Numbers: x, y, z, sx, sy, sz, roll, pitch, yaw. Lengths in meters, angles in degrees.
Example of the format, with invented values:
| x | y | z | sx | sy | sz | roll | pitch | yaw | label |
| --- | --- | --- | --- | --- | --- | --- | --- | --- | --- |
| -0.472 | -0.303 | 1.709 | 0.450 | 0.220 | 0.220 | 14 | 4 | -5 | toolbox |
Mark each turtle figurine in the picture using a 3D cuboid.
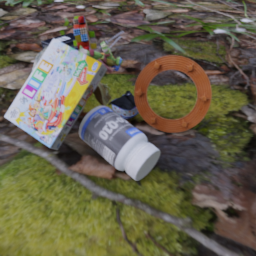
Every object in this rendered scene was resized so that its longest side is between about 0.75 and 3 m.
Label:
| x | y | z | sx | sy | sz | roll | pitch | yaw | label |
| --- | --- | --- | --- | --- | --- | --- | --- | --- | --- |
| -0.926 | -2.802 | 9.904 | 1.504 | 1.551 | 1.116 | 3 | 33 | -6 | turtle figurine |

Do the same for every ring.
| x | y | z | sx | sy | sz | roll | pitch | yaw | label |
| --- | --- | --- | --- | --- | --- | --- | --- | --- | --- |
| 1.377 | -1.027 | 8.948 | 2.493 | 2.493 | 0.239 | 10 | 17 | 14 | ring |

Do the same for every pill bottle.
| x | y | z | sx | sy | sz | roll | pitch | yaw | label |
| --- | --- | --- | --- | --- | --- | --- | --- | --- | --- |
| -0.242 | 0.413 | 7.761 | 2.135 | 1.214 | 1.214 | 37 | 49 | 24 | pill bottle |

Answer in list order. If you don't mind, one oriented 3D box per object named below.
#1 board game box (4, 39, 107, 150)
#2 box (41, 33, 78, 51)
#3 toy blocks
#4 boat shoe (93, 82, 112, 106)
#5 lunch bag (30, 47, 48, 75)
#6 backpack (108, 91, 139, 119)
| x | y | z | sx | sy | sz | roll | pitch | yaw | label |
| --- | --- | --- | --- | --- | --- | --- | --- | --- | --- |
| -1.849 | -0.879 | 7.122 | 1.618 | 0.412 | 2.406 | 30 | 87 | 18 | board game box |
| -2.782 | -3.166 | 12.534 | 1.032 | 1.661 | 1.675 | 28 | 44 | 33 | box |
| -1.723 | -3.429 | 10.542 | 0.880 | 1.761 | 1.204 | -10 | 10 | -1 | toy blocks |
| -0.766 | -1.062 | 8.222 | 0.502 | 1.370 | 0.430 | 44 | 80 | 11 | boat shoe |
| -2.755 | -1.673 | 9.928 | 1.476 | 2.119 | 1.777 | 36 | 38 | 4 | lunch bag |
| -0.042 | -0.730 | 9.897 | 0.972 | 0.749 | 0.926 | -36 | 42 | -22 | backpack |
